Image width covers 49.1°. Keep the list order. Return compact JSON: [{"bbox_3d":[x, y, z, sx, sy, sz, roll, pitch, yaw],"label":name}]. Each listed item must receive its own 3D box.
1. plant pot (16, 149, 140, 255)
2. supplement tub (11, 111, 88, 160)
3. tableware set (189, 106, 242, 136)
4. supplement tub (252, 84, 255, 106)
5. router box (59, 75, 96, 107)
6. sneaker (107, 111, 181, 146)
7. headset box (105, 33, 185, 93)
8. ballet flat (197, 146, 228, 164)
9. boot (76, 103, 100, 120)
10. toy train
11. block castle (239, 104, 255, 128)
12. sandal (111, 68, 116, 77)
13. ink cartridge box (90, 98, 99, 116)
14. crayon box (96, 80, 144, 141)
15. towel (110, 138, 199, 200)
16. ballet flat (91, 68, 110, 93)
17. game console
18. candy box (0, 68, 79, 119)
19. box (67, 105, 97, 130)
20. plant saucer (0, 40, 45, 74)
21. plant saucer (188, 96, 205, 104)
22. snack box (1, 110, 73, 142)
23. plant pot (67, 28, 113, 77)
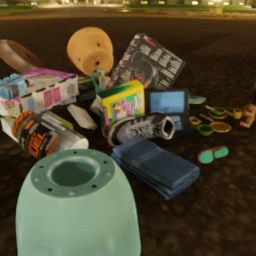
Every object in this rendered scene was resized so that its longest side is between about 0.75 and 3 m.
[{"bbox_3d":[-0.893,1.471,4.930,2.247,1.804,2.247,0,27,0],"label":"plant pot"},{"bbox_3d":[-2.107,0.330,7.456,1.845,1.131,1.131,28,35,17],"label":"supplement tub"},{"bbox_3d":[3.129,-0.339,10.036,2.250,0.345,1.516,-15,31,-25],"label":"tableware set"},{"bbox_3d":[6.298,-1.290,10.864,2.524,1.350,1.350,-5,27,-8],"label":"supplement tub"},{"bbox_3d":[-2.366,-1.723,12.538,2.258,0.590,1.775,-18,32,-31],"label":"router box"},{"bbox_3d":[0.515,0.045,8.381,2.175,0.821,1.238,-20,16,-24],"label":"sneaker"},{"bbox_3d":[0.517,-1.772,10.148,1.918,2.580,0.968,28,5,-21],"label":"headset box"},{"bbox_3d":[2.320,0.746,8.001,1.145,0.388,0.414,-15,10,-28],"label":"ballet flat"},{"bbox_3d":[-1.421,-0.734,10.760,1.225,0.453,1.004,13,31,9],"label":"boot"},{"bbox_3d":[-3.528,-1.272,8.621,0.672,0.510,1.177,19,34,16],"label":"toy train"},{"bbox_3d":[4.297,-0.466,10.065,0.434,0.618,0.924,23,34,27],"label":"block castle"},{"bbox_3d":[-0.584,-2.770,14.699,0.485,0.531,1.221,-9,30,-21],"label":"sandal"},{"bbox_3d":[-0.694,-0.714,9.582,0.482,0.839,1.432,-60,17,-18],"label":"ink cartridge box"},{"bbox_3d":[-0.192,-0.530,8.815,1.397,1.619,0.472,-22,42,-21],"label":"crayon box"},{"bbox_3d":[0.652,0.956,7.342,1.242,0.540,2.225,-22,33,-36],"label":"towel"},{"bbox_3d":[-1.047,-1.856,11.544,0.763,0.797,2.266,-15,40,-16],"label":"ballet flat"},{"bbox_3d":[1.327,-0.528,9.418,1.575,0.932,1.344,-3,46,0],"label":"game console"},{"bbox_3d":[-3.445,-1.333,10.178,1.966,0.879,2.883,14,31,25],"label":"candy box"},{"bbox_3d":[-1.439,-0.318,8.904,0.780,0.206,1.000,51,9,15],"label":"box"},{"bbox_3d":[-5.222,-3.463,14.005,2.975,0.544,2.975,41,12,-11],"label":"plant saucer"},{"bbox_3d":[2.400,-1.191,11.598,1.557,0.213,1.557,5,13,-1],"label":"plant saucer"},{"bbox_3d":[-2.991,-0.002,9.183,1.481,0.552,2.083,-24,36,-38],"label":"snack box"},{"bbox_3d":[-1.877,-3.846,15.082,2.479,2.479,1.735,-10,46,-19],"label":"plant pot"}]
